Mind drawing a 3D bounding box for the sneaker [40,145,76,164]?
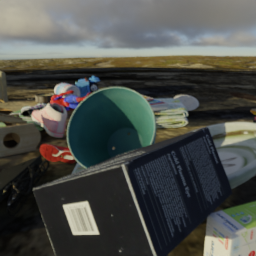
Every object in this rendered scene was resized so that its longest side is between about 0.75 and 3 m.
[{"bbox_3d":[-1.715,0.650,7.326,1.062,0.416,0.613,17,11,14],"label":"sneaker"}]

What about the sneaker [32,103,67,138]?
[{"bbox_3d":[-2.631,-0.472,9.480,0.718,0.997,1.908,2,21,-41],"label":"sneaker"}]

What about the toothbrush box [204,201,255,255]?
[{"bbox_3d":[1.543,1.432,3.565,1.076,0.783,0.463,-5,16,-21],"label":"toothbrush box"}]

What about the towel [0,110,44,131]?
[{"bbox_3d":[-3.856,-0.383,11.101,2.051,0.314,2.689,0,17,5],"label":"towel"}]

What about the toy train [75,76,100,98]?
[{"bbox_3d":[-2.550,-2.588,17.577,1.536,1.166,2.689,-9,17,-8],"label":"toy train"}]

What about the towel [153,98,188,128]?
[{"bbox_3d":[0.980,-0.636,11.211,2.471,0.695,2.887,0,17,2],"label":"towel"}]

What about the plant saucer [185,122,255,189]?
[{"bbox_3d":[1.596,0.706,5.599,2.619,0.657,2.619,-21,14,5],"label":"plant saucer"}]

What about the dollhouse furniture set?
[{"bbox_3d":[-3.762,-0.616,8.268,1.400,2.227,2.519,-11,19,-35],"label":"dollhouse furniture set"}]

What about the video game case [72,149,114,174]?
[{"bbox_3d":[-0.482,0.849,6.809,1.456,0.176,1.598,0,16,1],"label":"video game case"}]

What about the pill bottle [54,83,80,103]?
[{"bbox_3d":[-3.409,-1.933,15.370,0.985,0.985,1.812,-10,18,-31],"label":"pill bottle"}]

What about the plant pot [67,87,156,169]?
[{"bbox_3d":[-0.214,0.208,6.083,1.831,1.831,1.233,5,-19,17],"label":"plant pot"}]

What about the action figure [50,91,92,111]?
[{"bbox_3d":[-2.532,-1.135,12.360,2.866,0.938,0.741,4,42,38],"label":"action figure"}]

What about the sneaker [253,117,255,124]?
[{"bbox_3d":[4.206,0.112,8.348,0.933,0.792,2.150,8,17,22],"label":"sneaker"}]

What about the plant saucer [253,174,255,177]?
[{"bbox_3d":[2.269,0.677,7.118,2.178,0.375,2.178,1,16,0],"label":"plant saucer"}]

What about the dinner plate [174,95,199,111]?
[{"bbox_3d":[2.771,-1.271,13.585,1.299,0.158,1.299,-2,40,1],"label":"dinner plate"}]

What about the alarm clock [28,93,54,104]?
[{"bbox_3d":[-4.581,-1.552,14.932,1.498,0.499,1.011,-4,16,-21],"label":"alarm clock"}]

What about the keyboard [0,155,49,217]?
[{"bbox_3d":[-2.315,1.303,5.026,1.444,0.550,2.775,-21,13,13],"label":"keyboard"}]

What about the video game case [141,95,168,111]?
[{"bbox_3d":[-0.061,-0.972,10.763,1.982,0.242,2.772,-10,19,-26],"label":"video game case"}]

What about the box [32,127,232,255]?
[{"bbox_3d":[0.053,0.871,3.821,1.948,1.014,1.774,-22,-3,44],"label":"box"}]

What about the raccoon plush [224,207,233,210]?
[{"bbox_3d":[1.663,1.509,4.057,0.908,0.439,0.608,4,24,14],"label":"raccoon plush"}]

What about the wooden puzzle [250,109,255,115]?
[{"bbox_3d":[6.071,-0.688,12.486,1.354,0.158,0.914,-3,20,-10],"label":"wooden puzzle"}]

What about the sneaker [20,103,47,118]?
[{"bbox_3d":[-3.567,-0.608,10.667,1.056,0.410,0.738,-15,23,-6],"label":"sneaker"}]
